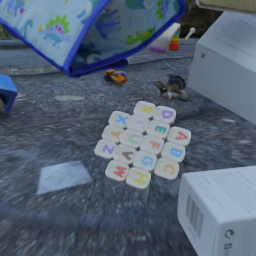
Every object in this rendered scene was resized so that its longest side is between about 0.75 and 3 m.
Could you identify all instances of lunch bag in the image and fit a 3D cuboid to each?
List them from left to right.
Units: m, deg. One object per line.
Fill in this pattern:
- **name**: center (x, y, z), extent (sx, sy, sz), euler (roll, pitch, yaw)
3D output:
- **lunch bag**: center (-0.670, -2.170, 4.794), extent (2.645, 1.686, 2.249), euler (-43, 60, -16)

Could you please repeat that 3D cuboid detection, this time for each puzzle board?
- **puzzle board**: center (1.196, -2.596, 3.710), extent (1.738, 2.306, 0.201), euler (-11, -5, -35)

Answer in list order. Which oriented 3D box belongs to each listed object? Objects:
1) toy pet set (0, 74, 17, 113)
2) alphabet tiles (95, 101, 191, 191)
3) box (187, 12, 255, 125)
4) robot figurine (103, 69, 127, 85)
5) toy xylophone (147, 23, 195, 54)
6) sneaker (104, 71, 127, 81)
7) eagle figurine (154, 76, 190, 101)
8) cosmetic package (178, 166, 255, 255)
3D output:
- **toy pet set**: center (-4.264, -1.541, 8.327), extent (1.209, 2.276, 2.125), euler (-30, 58, -15)
- **alphabet tiles**: center (0.136, 0.147, 2.847), extent (0.890, 0.066, 0.910), euler (17, 68, 20)
- **box**: center (2.185, -1.289, 4.660), extent (1.513, 1.057, 1.988), euler (34, 68, 18)
- **robot figurine**: center (-0.579, -2.271, 12.343), extent (1.006, 0.293, 0.729), euler (34, 39, 18)
- **toy xylophone**: center (1.181, -2.584, 7.930), extent (1.197, 0.411, 1.636), euler (21, 43, 20)
- **sneaker**: center (-0.553, -2.376, 12.866), extent (1.198, 0.451, 0.470), euler (-13, 29, -26)
- **eagle figurine**: center (1.625, -1.381, 9.912), extent (1.171, 0.884, 0.888), euler (0, 8, 30)
- **cosmetic package**: center (1.802, 1.036, 3.569), extent (2.093, 0.775, 1.064), euler (-2, 21, -10)
